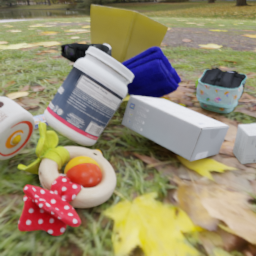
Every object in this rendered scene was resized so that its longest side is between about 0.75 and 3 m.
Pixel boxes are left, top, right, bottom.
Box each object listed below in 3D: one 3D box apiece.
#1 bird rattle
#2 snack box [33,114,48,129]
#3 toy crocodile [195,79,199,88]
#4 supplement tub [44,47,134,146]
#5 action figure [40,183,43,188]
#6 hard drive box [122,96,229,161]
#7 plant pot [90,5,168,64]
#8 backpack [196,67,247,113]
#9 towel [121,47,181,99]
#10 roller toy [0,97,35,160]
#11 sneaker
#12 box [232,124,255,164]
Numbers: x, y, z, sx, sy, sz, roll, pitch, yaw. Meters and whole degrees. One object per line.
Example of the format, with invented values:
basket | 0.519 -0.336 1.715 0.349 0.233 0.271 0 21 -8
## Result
bird rattle | -1.356 1.101 6.572 2.336 1.614 2.866 2 26 -29
snack box | -3.409 -0.203 10.362 1.815 0.221 0.653 -19 32 -32
toy crocodile | 4.083 -1.802 13.051 0.700 0.640 2.073 -23 35 -38
supplement tub | -1.140 -0.895 8.273 1.750 2.494 1.750 33 3 -2
action figure | -1.732 1.519 6.790 0.667 0.355 1.024 2 29 -41
hard drive box | 1.411 -0.081 8.452 2.511 0.964 1.957 28 19 36
plant pot | -0.154 -3.564 11.659 2.415 2.130 2.415 25 18 34
backpack | 3.695 -1.493 11.373 1.811 1.579 2.060 18 26 21
towel | 0.780 -1.818 10.857 2.160 0.725 2.925 -26 -23 17
roller toy | -3.384 0.050 7.582 1.172 1.529 1.677 33 13 14
sneaker | -1.716 -2.726 10.671 1.244 1.076 2.842 -1 14 -34
box | 3.736 0.460 8.201 0.998 1.004 0.656 -3 29 -5
